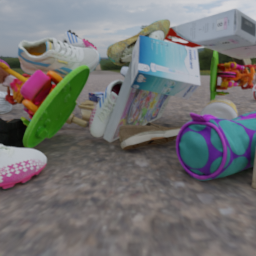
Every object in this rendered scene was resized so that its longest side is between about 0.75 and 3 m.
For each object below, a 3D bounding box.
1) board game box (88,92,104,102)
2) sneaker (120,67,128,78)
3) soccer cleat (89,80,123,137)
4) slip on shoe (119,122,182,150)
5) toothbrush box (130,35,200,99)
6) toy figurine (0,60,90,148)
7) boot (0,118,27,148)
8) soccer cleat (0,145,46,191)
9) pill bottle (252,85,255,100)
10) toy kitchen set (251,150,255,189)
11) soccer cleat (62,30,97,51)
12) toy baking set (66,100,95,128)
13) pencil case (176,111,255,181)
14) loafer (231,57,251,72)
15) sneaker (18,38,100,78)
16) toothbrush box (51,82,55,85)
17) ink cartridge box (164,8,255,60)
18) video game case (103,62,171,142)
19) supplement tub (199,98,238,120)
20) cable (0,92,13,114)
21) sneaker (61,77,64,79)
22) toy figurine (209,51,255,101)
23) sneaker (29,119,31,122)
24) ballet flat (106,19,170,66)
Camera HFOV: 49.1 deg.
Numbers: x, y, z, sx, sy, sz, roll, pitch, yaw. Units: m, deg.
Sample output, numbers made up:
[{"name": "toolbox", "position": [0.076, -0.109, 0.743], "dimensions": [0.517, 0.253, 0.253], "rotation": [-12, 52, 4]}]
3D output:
[{"name": "board game box", "position": [-1.111, -1.577, 14.265], "dimensions": [1.354, 0.418, 1.354], "rotation": [-9, 16, -33]}, {"name": "sneaker", "position": [0.511, -1.321, 8.996], "dimensions": [2.075, 0.735, 0.758], "rotation": [16, 18, -42]}, {"name": "soccer cleat", "position": [-0.503, -0.515, 6.820], "dimensions": [0.537, 1.538, 0.664], "rotation": [26, -15, -16]}, {"name": "slip on shoe", "position": [0.569, 0.099, 6.421], "dimensions": [1.667, 0.505, 0.634], "rotation": [-10, -17, -20]}, {"name": "toothbrush box", "position": [0.708, -1.159, 5.410], "dimensions": [1.230, 0.901, 0.525], "rotation": [8, -28, -13]}, {"name": "toy figurine", "position": [-2.544, -1.118, 6.287], "dimensions": [2.622, 2.138, 2.848], "rotation": [36, -13, -2]}, {"name": "boot", "position": [-3.211, 0.256, 5.811], "dimensions": [1.544, 0.865, 2.232], "rotation": [-4, 0, 3]}, {"name": "soccer cleat", "position": [-2.273, 0.475, 4.167], "dimensions": [2.264, 0.977, 0.791], "rotation": [-12, 18, -43]}, {"name": "pill bottle", "position": [7.042, -1.712, 13.820], "dimensions": [0.889, 0.889, 1.534], "rotation": [-8, 16, -30]}, {"name": "toy kitchen set", "position": [3.245, 0.053, 4.417], "dimensions": [1.856, 1.679, 2.057], "rotation": [9, 16, 35]}, {"name": "soccer cleat", "position": [-1.915, -3.198, 10.917], "dimensions": [1.575, 0.680, 0.550], "rotation": [34, 5, 20]}, {"name": "toy baking set", "position": [-2.086, -0.735, 9.015], "dimensions": [2.796, 0.325, 2.146], "rotation": [21, 18, -1]}, {"name": "pencil case", "position": [2.077, 0.176, 5.103], "dimensions": [2.475, 1.144, 1.053], "rotation": [-10, 17, -34]}, {"name": "loafer", "position": [3.185, -2.160, 8.038], "dimensions": [0.389, 1.141, 0.432], "rotation": [-15, -3, -32]}, {"name": "sneaker", "position": [-1.515, -1.588, 6.272], "dimensions": [1.806, 0.691, 0.729], "rotation": [-5, -26, -12]}, {"name": "toothbrush box", "position": [-2.927, -1.859, 11.009], "dimensions": [0.780, 1.829, 1.339], "rotation": [-3, 47, 0]}, {"name": "ink cartridge box", "position": [1.885, -1.967, 6.530], "dimensions": [1.923, 0.675, 2.365], "rotation": [1, -1, -42]}, {"name": "video game case", "position": [0.566, -0.878, 7.482], "dimensions": [0.260, 2.067, 2.886], "rotation": [33, 30, 20]}, {"name": "supplement tub", "position": [2.425, -0.280, 7.469], "dimensions": [0.956, 0.956, 1.315], "rotation": [5, 15, 21]}, {"name": "cable", "position": [-5.611, -0.989, 10.963], "dimensions": [2.026, 0.702, 2.027], "rotation": [-10, 18, -36]}, {"name": "sneaker", "position": [-2.175, -1.957, 9.572], "dimensions": [0.672, 1.007, 1.757], "rotation": [-12, 10, 8]}, {"name": "toy figurine", "position": [3.387, -1.424, 7.833], "dimensions": [2.029, 1.655, 2.205], "rotation": [4, 4, 19]}, {"name": "sneaker", "position": [-2.662, -0.521, 9.051], "dimensions": [0.784, 0.743, 1.941], "rotation": [11, 18, -4]}, {"name": "ballet flat", "position": [0.320, -1.764, 5.930], "dimensions": [1.594, 0.563, 0.563], "rotation": [-28, 20, -10]}]
